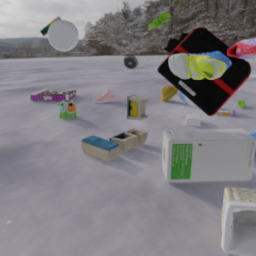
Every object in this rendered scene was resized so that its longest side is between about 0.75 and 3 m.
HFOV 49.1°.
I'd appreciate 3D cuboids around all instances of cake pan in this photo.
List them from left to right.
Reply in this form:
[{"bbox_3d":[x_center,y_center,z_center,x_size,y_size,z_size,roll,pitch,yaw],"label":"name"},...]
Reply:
[{"bbox_3d":[0.114,-3.292,14.123,0.785,0.785,0.144,6,44,19],"label":"cake pan"}]

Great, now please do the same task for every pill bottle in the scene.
[{"bbox_3d":[-2.298,-3.283,9.974,1.047,1.047,1.800,-3,22,-9],"label":"pill bottle"},{"bbox_3d":[3.456,-1.847,15.524,1.053,1.053,1.936,-6,19,-18],"label":"pill bottle"}]

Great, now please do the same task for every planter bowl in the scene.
[{"bbox_3d":[2.274,-2.107,16.187,1.189,0.495,1.189,-38,22,18],"label":"planter bowl"}]

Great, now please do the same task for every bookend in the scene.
[{"bbox_3d":[2.365,-3.821,12.617,0.535,1.154,1.161,-15,46,-44],"label":"bookend"}]

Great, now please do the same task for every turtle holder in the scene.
[{"bbox_3d":[-2.809,-0.891,12.977,0.835,0.780,1.099,-5,19,-14],"label":"turtle holder"}]

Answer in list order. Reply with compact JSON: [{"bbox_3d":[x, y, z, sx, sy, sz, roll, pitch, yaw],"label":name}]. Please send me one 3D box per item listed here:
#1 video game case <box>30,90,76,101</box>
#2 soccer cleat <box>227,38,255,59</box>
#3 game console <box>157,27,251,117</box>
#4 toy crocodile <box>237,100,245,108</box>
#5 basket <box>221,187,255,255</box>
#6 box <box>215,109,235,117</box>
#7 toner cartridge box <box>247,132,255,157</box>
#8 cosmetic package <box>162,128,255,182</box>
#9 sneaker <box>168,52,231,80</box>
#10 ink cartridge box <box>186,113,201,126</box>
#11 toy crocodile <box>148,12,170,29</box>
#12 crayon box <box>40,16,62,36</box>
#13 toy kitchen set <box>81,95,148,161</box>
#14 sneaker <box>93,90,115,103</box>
[{"bbox_3d":[-4.508,-2.007,17.125,2.196,0.393,1.991,3,18,8],"label":"video game case"},{"bbox_3d":[2.861,-1.827,6.427,0.633,0.552,1.654,-15,12,1],"label":"soccer cleat"},{"bbox_3d":[2.143,-1.621,7.834,2.083,1.843,0.323,43,1,9],"label":"game console"},{"bbox_3d":[6.060,-1.265,15.008,0.359,0.328,1.063,6,23,16],"label":"toy crocodile"},{"bbox_3d":[2.341,1.629,4.883,1.369,0.928,0.845,4,14,12],"label":"basket"},{"bbox_3d":[4.630,-0.739,13.479,1.002,0.208,0.597,11,21,24],"label":"box"},{"bbox_3d":[4.053,0.511,9.051,2.228,0.481,1.058,-1,18,-3],"label":"toner cartridge box"},{"bbox_3d":[2.043,0.692,7.351,2.210,1.189,0.937,-2,18,-1],"label":"cosmetic package"},{"bbox_3d":[1.797,-1.568,6.956,0.869,0.627,1.655,-24,33,-28],"label":"sneaker"},{"bbox_3d":[2.779,-0.358,12.000,0.598,0.353,1.040,4,18,11],"label":"ink cartridge box"},{"bbox_3d":[1.549,-5.198,13.606,1.344,0.454,0.415,-44,12,-21],"label":"toy crocodile"},{"bbox_3d":[-3.305,-4.394,12.066,0.822,0.278,0.952,-30,26,18],"label":"crayon box"},{"bbox_3d":[-0.405,-0.128,9.147,1.207,1.642,2.049,15,23,36],"label":"toy kitchen set"},{"bbox_3d":[-1.371,-1.834,16.098,1.346,0.704,0.507,-10,22,-26],"label":"sneaker"}]
